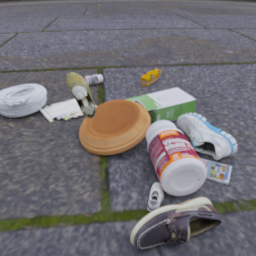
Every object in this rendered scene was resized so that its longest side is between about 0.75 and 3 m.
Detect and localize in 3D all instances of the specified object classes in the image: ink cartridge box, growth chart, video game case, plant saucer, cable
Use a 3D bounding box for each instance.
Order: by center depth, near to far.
[{"bbox_3d":[2.802,1.442,9.487,1.253,0.113,0.897,13,34,20],"label":"video game case"},{"bbox_3d":[-0.592,-0.188,10.904,2.894,0.542,2.894,-11,41,10],"label":"plant saucer"},{"bbox_3d":[1.438,-0.936,12.578,2.821,0.837,1.465,-15,35,-22],"label":"ink cartridge box"},{"bbox_3d":[-2.756,-0.857,13.045,2.494,0.221,1.805,-17,36,-25],"label":"growth chart"},{"bbox_3d":[-4.992,-1.347,13.141,2.372,0.821,2.373,14,34,33],"label":"cable"}]

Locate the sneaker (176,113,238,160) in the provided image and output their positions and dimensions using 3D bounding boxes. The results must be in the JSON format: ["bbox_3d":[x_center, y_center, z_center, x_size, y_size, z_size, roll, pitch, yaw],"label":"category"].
[{"bbox_3d":[2.679,0.310,10.542,1.156,1.000,2.668,-26,40,-27],"label":"sneaker"}]

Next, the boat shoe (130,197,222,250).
[{"bbox_3d":[1.286,2.493,7.102,2.527,0.909,0.819,-10,28,-26],"label":"boat shoe"}]

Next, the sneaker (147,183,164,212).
[{"bbox_3d":[0.840,1.969,8.339,0.429,0.452,1.122,4,31,10],"label":"sneaker"}]

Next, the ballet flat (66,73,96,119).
[{"bbox_3d":[-1.077,-0.719,6.685,0.468,1.324,0.468,-10,47,11],"label":"ballet flat"}]

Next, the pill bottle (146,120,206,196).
[{"bbox_3d":[1.427,0.870,9.185,1.403,1.403,2.562,-6,33,-9],"label":"pill bottle"}]

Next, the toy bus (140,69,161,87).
[{"bbox_3d":[1.315,-2.879,15.906,0.490,0.589,1.505,21,38,32],"label":"toy bus"}]

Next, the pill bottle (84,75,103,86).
[{"bbox_3d":[-1.918,-2.679,15.641,0.935,0.542,0.542,-16,35,-25],"label":"pill bottle"}]
